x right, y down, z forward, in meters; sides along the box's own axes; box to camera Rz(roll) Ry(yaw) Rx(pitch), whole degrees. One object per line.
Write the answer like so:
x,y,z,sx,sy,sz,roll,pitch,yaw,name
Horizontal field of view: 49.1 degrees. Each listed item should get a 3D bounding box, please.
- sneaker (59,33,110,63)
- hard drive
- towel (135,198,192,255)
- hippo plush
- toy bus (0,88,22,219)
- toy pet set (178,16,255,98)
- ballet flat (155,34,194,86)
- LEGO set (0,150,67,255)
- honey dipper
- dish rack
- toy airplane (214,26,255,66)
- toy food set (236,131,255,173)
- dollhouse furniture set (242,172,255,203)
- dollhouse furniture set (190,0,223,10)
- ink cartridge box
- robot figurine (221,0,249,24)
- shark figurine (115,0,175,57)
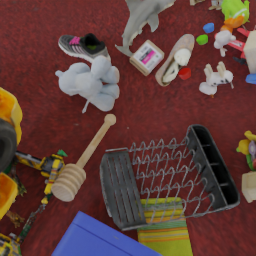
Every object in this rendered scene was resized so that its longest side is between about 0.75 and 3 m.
-1.410,-2.657,8.853,1.900,0.831,0.701,28,59,18,sneaker
-0.849,3.200,4.911,1.916,0.368,2.904,22,59,18,hard drive
0.784,2.581,5.550,1.054,0.221,2.449,-6,55,-3,towel
-1.172,-1.108,7.743,1.397,1.384,1.738,11,53,39,hippo plush
-2.723,1.024,4.296,2.004,2.835,2.953,20,61,19,toy bus
3.352,-2.002,8.364,2.677,1.522,2.867,0,46,41,toy pet set
1.315,-1.744,7.567,0.544,1.597,0.537,13,44,-23,ballet flat
-2.656,1.193,5.613,2.254,1.698,2.931,26,59,17,LEGO set
-0.874,0.515,6.515,0.510,0.510,2.685,17,41,11,honey dipper
0.783,1.068,6.184,2.724,0.743,2.090,-6,54,-14,dish rack
3.935,-2.766,9.177,2.283,0.420,2.283,3,57,-4,toy airplane
2.948,0.869,6.393,0.538,0.969,1.647,-24,60,9,toy food set
3.825,0.883,5.968,2.236,1.243,1.978,-21,23,35,dollhouse furniture set
2.967,-4.931,10.381,0.777,1.025,1.170,-29,33,-20,dollhouse furniture set
0.578,-2.130,8.514,0.693,0.316,0.841,41,84,7,ink cartridge box
3.810,-4.131,9.945,0.999,0.659,1.139,-25,74,-16,robot figurine
0.209,-3.587,9.180,1.745,1.219,2.921,23,74,48,shark figurine
